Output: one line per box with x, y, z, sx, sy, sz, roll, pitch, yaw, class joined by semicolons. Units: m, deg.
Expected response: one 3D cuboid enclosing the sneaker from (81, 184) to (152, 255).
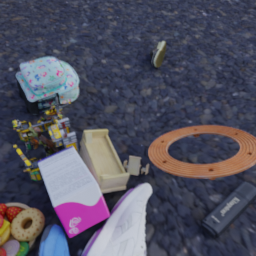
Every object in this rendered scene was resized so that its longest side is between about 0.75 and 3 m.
0.014;2.575;6.998;1.317;0.990;2.644;35;54;7;sneaker

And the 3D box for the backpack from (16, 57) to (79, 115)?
-2.956;-1.688;10.561;2.125;1.600;1.886;-19;56;-27;backpack

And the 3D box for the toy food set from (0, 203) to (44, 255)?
-3.121;2.652;7.093;1.710;0.416;1.692;19;49;17;toy food set

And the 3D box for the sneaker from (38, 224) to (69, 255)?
-1.260;3.417;5.904;1.123;0.944;2.864;-14;52;1;sneaker

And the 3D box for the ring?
1.993;0.603;7.513;2.901;0.278;2.901;-9;22;4;ring

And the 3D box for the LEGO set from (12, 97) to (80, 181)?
-2.604;0.161;8.730;2.020;1.522;2.627;-12;47;-12;LEGO set

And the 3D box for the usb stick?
2.799;2.176;7.611;2.062;0.336;0.572;-31;54;-26;usb stick

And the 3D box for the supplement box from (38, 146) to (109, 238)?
-1.453;1.520;7.187;1.117;1.093;2.161;-25;28;-17;supplement box

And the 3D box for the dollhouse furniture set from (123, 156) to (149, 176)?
0.221;1.079;8.293;0.716;0.780;0.507;9;91;10;dollhouse furniture set

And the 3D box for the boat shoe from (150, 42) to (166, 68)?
1.289;-3.358;12.801;0.612;0.665;1.862;6;46;20;boat shoe

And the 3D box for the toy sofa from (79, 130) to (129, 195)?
-0.776;1.041;8.414;0.836;0.985;2.020;-4;43;-27;toy sofa
